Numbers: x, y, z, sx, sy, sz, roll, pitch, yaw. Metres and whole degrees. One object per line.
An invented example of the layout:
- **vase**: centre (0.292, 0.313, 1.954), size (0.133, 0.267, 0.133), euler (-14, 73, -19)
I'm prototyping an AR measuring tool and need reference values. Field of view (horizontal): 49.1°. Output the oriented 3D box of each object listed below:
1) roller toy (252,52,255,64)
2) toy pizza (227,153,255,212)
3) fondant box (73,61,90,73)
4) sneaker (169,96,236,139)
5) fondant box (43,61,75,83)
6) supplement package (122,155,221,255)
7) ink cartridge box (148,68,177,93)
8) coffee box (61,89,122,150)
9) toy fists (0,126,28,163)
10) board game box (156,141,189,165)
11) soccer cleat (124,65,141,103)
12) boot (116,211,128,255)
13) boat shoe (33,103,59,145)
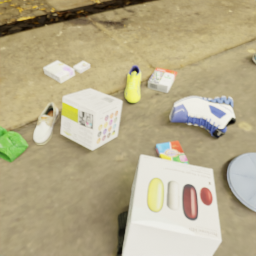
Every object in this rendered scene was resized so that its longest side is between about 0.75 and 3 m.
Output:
- **roller toy**: centre (7.658, -4.002, 15.909), size (0.985, 0.755, 1.080), euler (37, 55, 16)
- **toy pizza**: centre (4.910, 2.018, 10.101), size (2.665, 0.422, 2.665), euler (0, 46, 0)
- **fondant box**: centre (-2.597, -3.402, 15.687), size (0.557, 0.225, 0.772), euler (30, 53, 26)
- **sneaker**: centre (3.307, -0.387, 11.742), size (2.862, 1.156, 1.653), euler (-5, 56, -7)
- **fondant box**: centre (-3.746, -3.057, 15.212), size (1.396, 0.406, 1.007), euler (31, 53, 26)
- **supplement package**: centre (1.142, 2.298, 7.792), size (2.207, 1.697, 2.308), euler (11, 39, 1)
- **ink cartridge box**: centre (1.871, -2.694, 14.768), size (1.076, 0.497, 1.976), euler (17, 48, 16)
- **coffee box**: centre (-1.477, -0.396, 11.239), size (1.713, 1.694, 1.710), euler (23, 29, 26)
- **toy fists**: centre (-5.122, 0.523, 11.383), size (2.182, 0.750, 1.112), euler (18, 47, 19)
- **board game box**: centre (1.735, 1.125, 11.114), size (0.964, 0.254, 1.260), euler (-9, 46, -9)
- **soccer cleat**: centre (0.239, -2.199, 13.911), size (0.784, 1.015, 2.426), euler (3, 45, 3)
- **boot**: centre (0.696, 3.382, 8.414), size (2.241, 0.843, 1.676), euler (7, 43, 3)
- **boat shoe**: centre (-3.601, -0.230, 12.133), size (0.800, 0.732, 2.142), euler (3, 45, 3)
